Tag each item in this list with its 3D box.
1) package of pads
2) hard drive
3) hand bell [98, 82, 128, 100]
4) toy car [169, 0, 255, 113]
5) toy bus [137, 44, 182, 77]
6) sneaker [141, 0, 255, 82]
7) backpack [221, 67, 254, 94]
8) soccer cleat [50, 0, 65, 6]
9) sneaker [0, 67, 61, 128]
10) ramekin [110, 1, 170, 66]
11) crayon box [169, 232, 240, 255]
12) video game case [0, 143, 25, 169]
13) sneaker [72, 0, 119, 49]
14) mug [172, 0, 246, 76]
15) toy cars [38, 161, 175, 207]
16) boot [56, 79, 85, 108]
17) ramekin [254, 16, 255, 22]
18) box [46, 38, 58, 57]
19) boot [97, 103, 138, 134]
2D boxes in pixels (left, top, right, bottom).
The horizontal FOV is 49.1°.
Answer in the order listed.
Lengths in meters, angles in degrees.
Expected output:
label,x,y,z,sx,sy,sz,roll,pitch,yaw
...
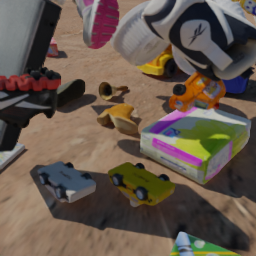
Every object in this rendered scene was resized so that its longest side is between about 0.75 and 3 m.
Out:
label,x,y,z,sx,sy,sz,roll,pitch,yaw
package of pads,1.807,0.228,7.164,1.907,0.842,2.468,25,39,35
hard drive,-2.379,-1.264,5.529,0.476,2.895,2.020,4,29,-47
hand bell,-0.428,-1.447,10.442,0.663,0.663,1.273,22,25,32
toy car,1.575,-1.075,5.009,1.341,2.733,0.910,-41,75,-18
toy bus,1.777,-3.705,12.215,2.628,2.523,1.783,-25,40,-33
sneaker,1.442,-1.530,4.788,1.751,1.074,2.691,47,24,4
backpack,3.876,-2.566,10.836,1.942,2.005,2.389,19,31,16
soccer cleat,-2.487,-3.218,6.859,2.128,0.825,0.737,7,57,32
sneaker,-1.507,-0.304,3.269,1.473,0.720,0.521,-8,21,-24
ramekin,0.529,-2.883,8.950,1.993,1.993,1.046,-28,77,-38
crayon box,1.559,2.515,3.495,2.504,0.646,1.574,15,34,23
video game case,-3.417,0.679,7.108,1.058,0.128,1.161,10,32,16
sneaker,-0.825,-3.022,6.557,1.020,2.312,0.941,9,6,29
mug,1.861,-2.924,7.579,2.577,1.902,2.259,20,49,-15
toy cars,-0.519,1.228,5.735,2.912,0.645,1.305,0,20,7
boot,-2.864,-1.418,10.228,2.062,0.748,1.875,12,30,31
ramekin,3.137,-2.359,5.388,1.288,1.288,0.628,7,32,12
box,-4.219,-4.372,15.113,0.645,0.673,1.351,-11,33,-17
boot,-0.094,-0.367,8.454,1.512,0.532,1.082,15,37,33
